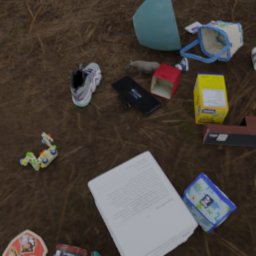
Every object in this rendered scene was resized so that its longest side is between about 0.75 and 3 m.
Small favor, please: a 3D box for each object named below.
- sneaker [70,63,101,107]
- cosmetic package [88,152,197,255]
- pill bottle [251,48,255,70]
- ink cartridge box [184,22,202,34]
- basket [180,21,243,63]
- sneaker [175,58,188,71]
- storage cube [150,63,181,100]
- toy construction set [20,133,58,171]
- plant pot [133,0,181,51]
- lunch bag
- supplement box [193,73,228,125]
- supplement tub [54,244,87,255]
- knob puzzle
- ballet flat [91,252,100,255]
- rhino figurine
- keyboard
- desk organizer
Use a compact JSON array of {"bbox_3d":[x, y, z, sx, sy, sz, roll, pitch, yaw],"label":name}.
[{"bbox_3d":[-1.887,-2.328,12.322,0.943,1.697,2.426,7,59,9],"label":"sneaker"},{"bbox_3d":[0.380,2.686,8.830,2.204,2.202,2.671,-26,60,-13],"label":"cosmetic package"},{"bbox_3d":[6.416,-3.388,13.719,0.623,0.623,1.101,4,57,3],"label":"pill bottle"},{"bbox_3d":[3.570,-5.431,15.298,0.977,0.191,0.486,-31,62,-20],"label":"ink cartridge box"},{"bbox_3d":[3.975,-3.991,13.328,2.468,1.717,2.176,-40,39,-11],"label":"basket"},{"bbox_3d":[2.578,-3.118,13.707,0.583,0.321,0.796,1,63,-8],"label":"sneaker"},{"bbox_3d":[1.678,-2.092,12.602,0.996,1.165,1.047,22,53,14],"label":"storage cube"},{"bbox_3d":[-3.377,0.994,10.901,1.012,0.711,1.543,29,73,18],"label":"toy construction set"},{"bbox_3d":[1.339,-5.036,13.728,1.936,2.875,2.875,-14,56,13],"label":"plant pot"},{"bbox_3d":[2.599,2.431,9.157,1.080,1.696,1.442,-29,62,-30],"label":"lunch bag"},{"bbox_3d":[3.501,-1.256,12.053,1.102,1.109,2.025,4,56,3],"label":"supplement box"},{"bbox_3d":[-1.921,4.577,8.348,1.030,1.030,1.927,8,58,5],"label":"supplement tub"},{"bbox_3d":[-3.380,4.082,9.140,1.601,0.222,1.601,0,57,0],"label":"knob puzzle"},{"bbox_3d":[-0.640,4.722,8.548,1.911,0.648,0.720,39,86,20],"label":"ballet flat"},{"bbox_3d":[0.669,-2.821,13.234,1.879,0.822,0.562,9,57,5],"label":"rhino figurine"},{"bbox_3d":[0.193,-1.379,12.636,1.436,0.307,2.391,-34,62,-27],"label":"keyboard"},{"bbox_3d":[4.297,0.104,11.335,2.433,0.873,0.937,3,55,2],"label":"desk organizer"}]
